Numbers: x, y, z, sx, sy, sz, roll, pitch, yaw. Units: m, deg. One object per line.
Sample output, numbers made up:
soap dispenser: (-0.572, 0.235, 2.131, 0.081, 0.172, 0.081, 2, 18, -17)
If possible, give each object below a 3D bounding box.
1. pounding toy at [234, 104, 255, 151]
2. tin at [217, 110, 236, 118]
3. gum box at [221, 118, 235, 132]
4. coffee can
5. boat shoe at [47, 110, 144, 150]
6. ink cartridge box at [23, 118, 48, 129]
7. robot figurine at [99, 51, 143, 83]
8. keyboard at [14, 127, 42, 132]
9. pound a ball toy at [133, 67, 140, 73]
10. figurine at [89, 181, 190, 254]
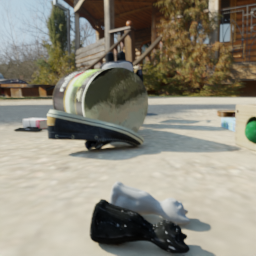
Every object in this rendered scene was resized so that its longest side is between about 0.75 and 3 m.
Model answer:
pounding toy: (3.483, -0.192, 6.351, 2.079, 1.478, 1.914, -2, 8, -11)
tin: (5.308, -0.711, 14.107, 1.652, 0.346, 0.925, 0, 12, 2)
gum box: (4.114, -0.087, 9.615, 1.311, 0.344, 1.543, 0, 8, -3)
coffee can: (-0.950, -0.784, 8.575, 1.993, 1.993, 2.723, -5, 10, -31)
boat shoe: (-0.761, 0.176, 6.588, 2.360, 0.735, 0.881, 13, -3, -21)
ink cartridge box: (-3.323, -0.157, 10.148, 0.790, 0.327, 0.579, 3, 9, 23)
robot figurine: (-0.404, -1.845, 11.098, 1.679, 2.235, 1.394, -5, 4, 31)
keyboard: (-3.352, 0.056, 9.526, 0.929, 0.096, 0.590, 3, 15, 15)
pound a ball toy: (-0.196, -2.291, 12.917, 0.770, 1.182, 1.813, -11, -4, 38)
figurine: (0.187, 0.909, 2.853, 0.894, 0.395, 0.917, 10, 10, 13)
